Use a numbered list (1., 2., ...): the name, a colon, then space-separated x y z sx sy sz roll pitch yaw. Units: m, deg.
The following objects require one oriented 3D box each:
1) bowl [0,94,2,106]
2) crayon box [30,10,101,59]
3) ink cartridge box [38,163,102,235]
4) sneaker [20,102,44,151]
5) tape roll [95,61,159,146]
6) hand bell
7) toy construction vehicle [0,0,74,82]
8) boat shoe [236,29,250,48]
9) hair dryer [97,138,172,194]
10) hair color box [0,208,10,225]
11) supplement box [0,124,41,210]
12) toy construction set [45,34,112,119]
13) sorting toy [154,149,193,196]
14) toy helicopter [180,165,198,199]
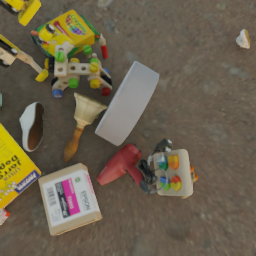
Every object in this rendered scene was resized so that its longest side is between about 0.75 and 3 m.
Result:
1. bowl: -4.489 -0.828 8.533 1.491 0.780 1.491 -6 64 14
2. crayon box: -2.101 -3.210 9.693 2.067 0.525 1.312 -36 76 -16
3. ink cartridge box: -1.577 1.903 7.549 1.281 0.584 1.555 -22 69 1
4. sneaker: -2.956 0.009 8.423 0.661 0.568 1.560 -13 59 26
5. tape roll: -0.055 -0.665 7.701 0.751 2.274 2.274 29 70 -6
6. hand bell: -1.439 0.070 8.028 1.012 1.012 1.943 26 96 10
7. toy construction vehicle: -3.070 -2.793 8.333 2.212 2.541 0.895 -44 31 22
8. boat shoe: 3.805 -2.910 9.313 0.383 1.104 0.391 -2 80 29
9. hair dryer: 0.067 1.050 7.498 2.270 0.617 1.729 -22 28 31
10. hair color box: -3.734 2.275 7.642 0.849 0.271 0.471 32 73 13
11. supplement box: -3.598 0.560 6.783 1.494 2.745 1.503 33 65 33
12. toy construction set: -1.376 -1.922 8.455 1.989 1.832 2.385 21 68 11
13. sorting toy: 1.135 1.217 7.502 0.232 1.271 1.176 1 79 -33
14. toy helicopter: 1.522 1.534 7.720 0.686 0.409 1.038 -19 26 26
